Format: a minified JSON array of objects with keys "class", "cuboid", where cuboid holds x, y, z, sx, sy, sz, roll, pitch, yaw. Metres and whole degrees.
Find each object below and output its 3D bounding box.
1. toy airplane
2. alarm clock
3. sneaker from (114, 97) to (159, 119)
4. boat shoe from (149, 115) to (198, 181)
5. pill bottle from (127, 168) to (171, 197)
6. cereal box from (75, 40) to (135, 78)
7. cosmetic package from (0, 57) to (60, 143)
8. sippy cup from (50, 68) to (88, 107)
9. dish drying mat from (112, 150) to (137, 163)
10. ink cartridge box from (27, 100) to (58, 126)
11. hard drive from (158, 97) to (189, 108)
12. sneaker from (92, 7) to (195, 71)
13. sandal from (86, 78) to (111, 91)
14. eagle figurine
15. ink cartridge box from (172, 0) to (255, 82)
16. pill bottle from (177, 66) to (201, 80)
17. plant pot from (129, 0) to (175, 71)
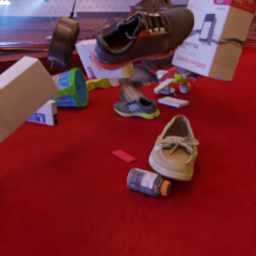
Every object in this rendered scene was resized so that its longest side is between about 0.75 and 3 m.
[{"class":"toy airplane","cuboid":[2.524,-2.551,14.679,2.530,1.785,2.519,-33,6,12]},{"class":"alarm clock","cuboid":[-2.611,-3.918,11.898,0.995,2.989,2.016,16,14,-10]},{"class":"sneaker","cuboid":[0.311,-0.889,11.057,1.859,0.753,0.687,6,45,16]},{"class":"boat shoe","cuboid":[1.212,0.415,7.297,1.098,0.939,2.995,16,18,2]},{"class":"pill bottle","cuboid":[0.479,1.244,6.278,0.916,0.486,0.486,12,25,27]},{"class":"cereal box","cuboid":[-0.756,-2.256,9.207,1.781,1.282,0.352,5,42,31]},{"class":"cosmetic package","cuboid":[-2.654,-0.695,6.504,0.791,1.004,1.866,21,58,43]},{"class":"sippy cup","cuboid":[-2.805,-1.651,12.247,1.625,1.742,2.218,-7,-21,10]},{"class":"dish drying mat","cuboid":[-0.120,0.811,7.935,0.305,0.072,0.795,-16,26,-36]},{"class":"ink cartridge box","cuboid":[-3.491,-0.667,10.570,1.836,0.869,0.341,9,23,22]},{"class":"hard drive","cuboid":[2.067,-1.176,12.834,1.158,0.147,0.764,20,29,41]},{"class":"sneaker","cuboid":[0.398,-1.910,5.664,2.374,0.915,0.972,-28,-10,-9]},{"class":"sandal","cuboid":[-1.701,-2.507,15.599,1.645,0.654,0.716,-10,20,-27]},{"class":"eagle figurine","cuboid":[0.303,-1.849,12.034,1.757,1.767,2.328,-34,24,4]},{"class":"ink cartridge box","cuboid":[2.936,-3.322,9.837,1.217,2.920,2.121,2,21,-30]},{"class":"pill bottle","cuboid":[2.675,-2.555,12.278,1.168,0.665,0.665,6,11,-46]},{"class":"plant pot","cuboid":[1.137,-3.764,10.947,2.151,2.129,2.151,-13,54,18]}]
